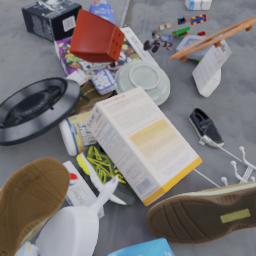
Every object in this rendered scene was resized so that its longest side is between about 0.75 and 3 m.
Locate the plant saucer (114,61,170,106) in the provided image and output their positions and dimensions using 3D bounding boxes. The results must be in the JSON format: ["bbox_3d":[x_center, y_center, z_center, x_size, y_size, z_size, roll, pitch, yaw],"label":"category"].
[{"bbox_3d":[0.447,-1.392,8.250,1.710,0.429,1.710,3,63,-6],"label":"plant saucer"}]

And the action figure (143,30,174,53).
[{"bbox_3d":[1.029,-2.760,9.044,0.895,0.477,1.376,31,38,12],"label":"action figure"}]

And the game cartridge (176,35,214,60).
[{"bbox_3d":[2.387,-2.808,9.789,1.332,0.272,0.887,27,70,42],"label":"game cartridge"}]

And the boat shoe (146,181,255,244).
[{"bbox_3d":[1.706,1.609,5.551,2.662,0.954,1.014,-13,1,15],"label":"boat shoe"}]

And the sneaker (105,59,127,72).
[{"bbox_3d":[-0.329,-1.952,8.641,0.770,0.316,0.270,-28,88,-19],"label":"sneaker"}]

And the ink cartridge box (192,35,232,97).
[{"bbox_3d":[2.601,-1.873,8.483,0.376,1.502,1.209,21,38,-19],"label":"ink cartridge box"}]

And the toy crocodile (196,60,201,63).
[{"bbox_3d":[2.585,-2.608,10.028,0.397,0.363,1.177,-7,51,-1],"label":"toy crocodile"}]

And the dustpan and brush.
[{"bbox_3d":[-0.852,1.733,5.167,1.419,0.582,2.033,32,95,52],"label":"dustpan and brush"}]

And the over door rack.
[{"bbox_3d":[2.210,0.854,6.603,1.596,0.532,1.179,28,52,24],"label":"over door rack"}]

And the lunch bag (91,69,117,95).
[{"bbox_3d":[-0.681,-1.346,8.025,0.616,0.290,0.769,-26,56,-2],"label":"lunch bag"}]

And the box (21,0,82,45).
[{"bbox_3d":[-2.952,-4.355,11.186,1.666,1.050,1.694,28,53,26],"label":"box"}]

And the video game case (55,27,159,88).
[{"bbox_3d":[-0.795,-2.372,9.595,2.888,0.517,2.618,-16,51,-15],"label":"video game case"}]

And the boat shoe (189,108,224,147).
[{"bbox_3d":[2.092,-0.026,7.512,0.497,0.414,1.331,-15,50,-16],"label":"boat shoe"}]

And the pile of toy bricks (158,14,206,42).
[{"bbox_3d":[2.128,-3.804,10.915,1.787,0.991,0.882,-12,17,10],"label":"pile of toy bricks"}]

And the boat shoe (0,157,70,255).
[{"bbox_3d":[-2.047,1.592,4.890,1.039,0.889,2.836,44,39,-5],"label":"boat shoe"}]

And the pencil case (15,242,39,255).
[{"bbox_3d":[-1.956,2.618,4.898,0.472,0.515,1.135,2,49,10],"label":"pencil case"}]

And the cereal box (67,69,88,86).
[{"bbox_3d":[-1.619,-1.348,8.224,0.795,0.157,0.572,-38,48,-2],"label":"cereal box"}]

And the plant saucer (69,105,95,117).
[{"bbox_3d":[-1.160,-0.365,7.429,0.817,0.817,0.131,-20,79,-18],"label":"plant saucer"}]

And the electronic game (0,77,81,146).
[{"bbox_3d":[-2.460,-0.507,7.345,2.657,0.553,2.657,-15,36,11],"label":"electronic game"}]

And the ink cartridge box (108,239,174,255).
[{"bbox_3d":[-0.266,2.575,3.319,1.996,1.457,1.464,-17,74,-43],"label":"ink cartridge box"}]

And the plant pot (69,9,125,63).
[{"bbox_3d":[-0.799,-2.515,8.084,1.091,1.237,1.238,17,4,19],"label":"plant pot"}]

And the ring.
[{"bbox_3d":[2.514,-2.570,8.338,2.626,0.252,2.626,-24,13,6],"label":"ring"}]

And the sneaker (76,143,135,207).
[{"bbox_3d":[-0.432,0.966,6.199,0.769,0.676,1.816,-49,59,0],"label":"sneaker"}]

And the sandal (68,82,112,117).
[{"bbox_3d":[-1.183,-0.783,8.077,0.714,0.480,1.778,38,53,9],"label":"sandal"}]

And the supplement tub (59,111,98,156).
[{"bbox_3d":[-0.964,0.071,7.039,1.314,0.951,0.951,-19,49,-16],"label":"supplement tub"}]

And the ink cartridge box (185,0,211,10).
[{"bbox_3d":[3.230,-5.801,12.961,0.991,0.417,0.716,-3,47,-3],"label":"ink cartridge box"}]

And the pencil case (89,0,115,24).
[{"bbox_3d":[-0.976,-4.305,11.227,0.982,0.882,2.261,-9,48,-7],"label":"pencil case"}]

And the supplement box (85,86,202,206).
[{"bbox_3d":[0.321,0.317,6.203,1.438,0.839,2.283,-26,73,-40],"label":"supplement box"}]

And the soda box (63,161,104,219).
[{"bbox_3d":[-1.121,1.409,6.118,0.490,0.458,1.440,-28,53,-24],"label":"soda box"}]
